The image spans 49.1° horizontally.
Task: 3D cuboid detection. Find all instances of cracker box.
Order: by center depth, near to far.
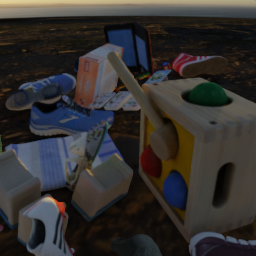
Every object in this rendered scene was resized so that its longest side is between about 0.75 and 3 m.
[{"bbox_3d":[-1.073,-2.031,10.738,0.785,1.823,2.721,19,30,8],"label":"cracker box"}]

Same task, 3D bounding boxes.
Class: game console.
[{"bbox_3d":[0.049,-3.463,13.053,1.483,2.499,2.154,-20,39,-11],"label":"game console"}]

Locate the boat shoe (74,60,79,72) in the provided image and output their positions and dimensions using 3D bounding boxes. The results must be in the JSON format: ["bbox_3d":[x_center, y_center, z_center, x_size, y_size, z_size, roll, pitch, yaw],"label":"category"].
[{"bbox_3d":[-1.751,-3.337,14.686,2.069,0.710,0.870,-13,30,-25],"label":"boat shoe"}]

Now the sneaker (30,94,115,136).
[{"bbox_3d":[-1.666,-0.387,8.322,2.544,1.134,0.999,0,28,-5],"label":"sneaker"}]

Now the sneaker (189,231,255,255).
[{"bbox_3d":[1.793,2.159,3.913,1.918,0.725,1.108,-2,30,20],"label":"sneaker"}]

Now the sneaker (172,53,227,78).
[{"bbox_3d":[3.587,-3.303,14.344,2.720,0.969,1.530,-12,32,-17],"label":"sneaker"}]

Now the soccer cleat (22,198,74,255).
[{"bbox_3d":[-1.079,1.706,3.904,0.497,1.449,0.617,-6,6,37],"label":"soccer cleat"}]

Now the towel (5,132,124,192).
[{"bbox_3d":[-1.599,0.746,6.948,2.781,0.331,2.043,-9,29,-16],"label":"towel"}]

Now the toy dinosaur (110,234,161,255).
[{"bbox_3d":[0.137,1.917,3.642,0.853,1.133,2.216,33,4,3],"label":"toy dinosaur"}]

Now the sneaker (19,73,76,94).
[{"bbox_3d":[-3.078,-1.411,10.540,2.321,0.879,0.894,-17,23,5],"label":"sneaker"}]

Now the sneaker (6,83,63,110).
[{"bbox_3d":[-3.187,-0.892,9.751,2.115,0.921,0.788,-7,64,5],"label":"sneaker"}]

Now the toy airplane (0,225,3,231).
[{"bbox_3d":[-3.010,2.309,3.668,2.756,0.507,2.756,0,24,0],"label":"toy airplane"}]

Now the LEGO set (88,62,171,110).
[{"bbox_3d":[0.321,-1.336,9.751,2.221,0.730,2.973,4,40,41],"label":"LEGO set"}]

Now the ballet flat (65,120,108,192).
[{"bbox_3d":[-0.913,0.599,5.570,0.644,1.790,0.644,16,28,-9],"label":"ballet flat"}]

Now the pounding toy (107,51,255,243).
[{"bbox_3d":[0.963,0.137,5.380,2.022,2.844,2.618,-10,28,-19],"label":"pounding toy"}]

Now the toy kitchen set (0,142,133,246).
[{"bbox_3d":[-1.717,0.939,5.747,2.798,1.648,2.241,41,43,23],"label":"toy kitchen set"}]

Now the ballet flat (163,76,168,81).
[{"bbox_3d":[1.653,-2.549,13.566,0.332,0.314,0.985,-7,28,-14],"label":"ballet flat"}]
